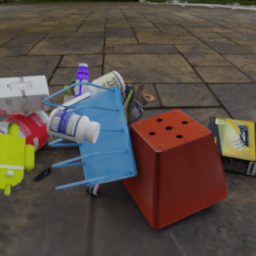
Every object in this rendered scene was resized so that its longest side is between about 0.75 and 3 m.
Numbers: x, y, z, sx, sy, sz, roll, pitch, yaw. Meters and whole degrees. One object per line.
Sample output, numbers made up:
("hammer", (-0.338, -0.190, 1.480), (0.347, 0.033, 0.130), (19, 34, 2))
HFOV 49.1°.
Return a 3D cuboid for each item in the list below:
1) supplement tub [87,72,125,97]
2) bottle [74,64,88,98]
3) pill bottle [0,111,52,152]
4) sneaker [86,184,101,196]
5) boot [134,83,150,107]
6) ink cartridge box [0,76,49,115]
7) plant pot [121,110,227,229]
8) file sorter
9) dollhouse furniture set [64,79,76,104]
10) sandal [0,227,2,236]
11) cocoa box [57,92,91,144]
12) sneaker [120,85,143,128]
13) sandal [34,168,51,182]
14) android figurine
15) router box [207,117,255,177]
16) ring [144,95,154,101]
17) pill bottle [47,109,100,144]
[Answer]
("supplement tub", (-0.753, -1.369, 9.587), (1.098, 0.796, 0.796), (-30, 40, -15))
("bottle", (-2.325, -2.299, 14.110), (0.590, 1.808, 0.755), (6, -4, -23))
("pill bottle", (-4.369, 0.510, 10.565), (1.659, 1.659, 2.955), (15, 36, 23))
("sneaker", (-1.160, 1.786, 9.680), (0.514, 0.478, 1.190), (3, 31, 7))
("boot", (0.644, -1.318, 11.226), (0.805, 0.750, 0.258), (42, 6, 35))
("ink cartridge box", (-3.931, -1.140, 10.159), (1.955, 1.432, 0.809), (-8, 71, -19))
("plant pot", (1.295, 0.983, 8.831), (2.670, 2.353, 2.667), (-18, 32, -17))
("file sorter", (-1.224, 0.299, 8.180), (1.910, 2.753, 1.689), (-19, -12, 33))
("dollhouse furniture set", (-2.884, -1.587, 15.150), (1.146, 0.885, 2.292), (1, 51, -12))
("sandal", (-4.133, 3.116, 7.649), (1.361, 0.371, 0.556), (-25, 40, -34))
("cocoa box", (-1.532, -0.504, 12.003), (2.313, 1.543, 1.518), (-32, 41, -31))
("sneaker", (0.117, -0.814, 10.945), (0.954, 2.358, 0.871), (-5, 58, -9))
("sandal", (-3.073, 1.672, 10.137), (0.291, 0.164, 0.767), (18, 36, 26))
("android figurine", (-3.695, 0.853, 8.079), (1.987, 0.448, 2.183), (16, 61, -40))
("router box", (4.240, 0.647, 11.203), (2.217, 0.736, 2.819), (9, 33, 13))
("ring", (0.987, -1.628, 15.457), (0.862, 0.083, 0.862), (-1, 32, 0))
("pill bottle", (-1.215, -0.003, 6.324), (1.060, 0.635, 0.635), (15, 34, 6))
